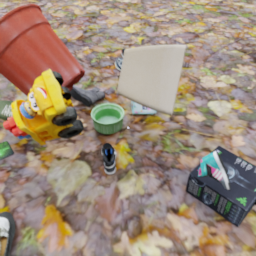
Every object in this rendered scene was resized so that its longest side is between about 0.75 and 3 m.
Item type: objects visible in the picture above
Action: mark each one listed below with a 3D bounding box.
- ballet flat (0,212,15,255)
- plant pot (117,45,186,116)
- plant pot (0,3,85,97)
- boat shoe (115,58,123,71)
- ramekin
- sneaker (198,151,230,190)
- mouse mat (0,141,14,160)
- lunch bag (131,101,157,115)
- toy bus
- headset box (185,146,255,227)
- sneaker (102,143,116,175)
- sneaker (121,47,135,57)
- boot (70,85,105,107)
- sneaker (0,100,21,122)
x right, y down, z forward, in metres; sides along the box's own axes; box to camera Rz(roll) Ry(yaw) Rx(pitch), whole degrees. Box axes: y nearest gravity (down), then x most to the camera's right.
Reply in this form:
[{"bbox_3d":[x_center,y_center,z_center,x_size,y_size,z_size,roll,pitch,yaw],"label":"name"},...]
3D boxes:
[{"bbox_3d":[-3.577,3.118,7.766,0.738,0.742,2.170,-12,42,-10],"label":"ballet flat"},{"bbox_3d":[0.757,-1.638,9.205,1.841,2.077,2.079,12,8,9],"label":"plant pot"},{"bbox_3d":[-3.081,-2.225,9.608,2.653,2.727,2.727,46,49,-7],"label":"plant pot"},{"bbox_3d":[-0.053,-3.322,15.143,0.874,0.721,2.333,-15,43,-17],"label":"boat shoe"},{"bbox_3d":[-0.847,-0.361,11.795,1.380,0.674,1.380,0,41,0],"label":"ramekin"},{"bbox_3d":[2.302,1.259,7.679,0.726,1.202,0.503,-21,17,22],"label":"sneaker"},{"bbox_3d":[-5.075,0.971,10.765,1.148,0.043,0.924,-26,48,-26],"label":"mouse mat"},{"bbox_3d":[0.684,-1.161,12.650,1.095,0.784,1.286,-1,59,-7],"label":"lunch bag"},{"bbox_3d":[-2.419,-0.362,7.575,2.024,2.108,1.430,-21,72,-7],"label":"toy bus"},{"bbox_3d":[3.278,1.842,9.054,1.821,0.970,2.091,-33,51,-32],"label":"headset box"},{"bbox_3d":[-0.687,0.886,10.252,0.540,0.827,1.479,-6,42,-7],"label":"sneaker"},{"bbox_3d":[0.258,-4.290,16.066,0.749,0.963,2.141,-17,44,-19],"label":"sneaker"},{"bbox_3d":[-2.001,-1.694,13.493,1.705,0.595,1.122,38,50,22],"label":"boot"},{"bbox_3d":[-3.669,-0.539,9.556,2.323,1.043,0.779,17,77,0],"label":"sneaker"}]
